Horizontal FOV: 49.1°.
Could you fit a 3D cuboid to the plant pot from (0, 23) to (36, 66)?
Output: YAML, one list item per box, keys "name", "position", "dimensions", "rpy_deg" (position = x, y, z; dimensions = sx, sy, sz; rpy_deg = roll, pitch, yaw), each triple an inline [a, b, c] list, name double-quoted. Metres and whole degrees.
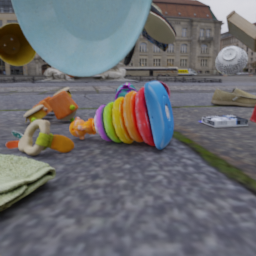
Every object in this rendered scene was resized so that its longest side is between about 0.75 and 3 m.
- name: "plant pot"
  position: [-3.632, -2.621, 8.821]
  dimensions: [1.262, 1.262, 0.896]
  rpy_deg: [-8, 19, -35]

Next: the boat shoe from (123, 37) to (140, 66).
- name: "boat shoe"
  position: [0.017, -3.208, 11.083]
  dimensions: [0.657, 0.698, 1.943]
  rpy_deg: [8, -28, -7]

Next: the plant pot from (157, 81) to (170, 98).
- name: "plant pot"
  position: [1.353, -1.485, 13.018]
  dimensions: [1.195, 1.195, 1.069]
  rpy_deg: [2, -3, 8]

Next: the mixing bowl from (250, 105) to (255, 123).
- name: "mixing bowl"
  position: [5.103, -0.756, 9.003]
  dimensions: [2.146, 1.162, 2.146]
  rpy_deg: [-1, 10, 0]

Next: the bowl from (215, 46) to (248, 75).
- name: "bowl"
  position: [2.778, -1.915, 7.621]
  dimensions: [0.861, 0.861, 0.404]
  rpy_deg: [6, -16, 29]

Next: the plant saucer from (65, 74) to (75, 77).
- name: "plant saucer"
  position: [-1.635, -2.437, 6.523]
  dimensions: [0.408, 2.528, 2.528]
  rpy_deg: [-19, 10, 6]

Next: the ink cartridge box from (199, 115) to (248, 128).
- name: "ink cartridge box"
  position: [2.901, -0.228, 8.664]
  dimensions: [1.095, 0.240, 1.105]
  rpy_deg: [-3, 10, -13]

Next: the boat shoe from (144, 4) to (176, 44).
- name: "boat shoe"
  position: [0.580, -2.947, 7.357]
  dimensions: [1.832, 0.573, 0.652]
  rpy_deg: [34, -35, -16]

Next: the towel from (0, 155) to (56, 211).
- name: "towel"
  position: [-2.396, 0.665, 3.538]
  dimensions: [2.490, 0.454, 1.848]
  rpy_deg: [4, 11, 20]

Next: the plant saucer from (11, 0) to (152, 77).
- name: "plant saucer"
  position: [-0.748, -2.281, 4.402]
  dimensions: [2.882, 2.882, 0.555]
  rpy_deg: [7, 23, 31]

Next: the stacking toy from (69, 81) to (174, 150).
- name: "stacking toy"
  position: [-0.259, -0.126, 6.325]
  dimensions: [2.405, 1.396, 1.320]
  rpy_deg: [-11, 6, 20]

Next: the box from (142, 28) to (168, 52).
- name: "box"
  position: [1.060, -3.680, 11.263]
  dimensions: [1.210, 0.278, 0.962]
  rpy_deg: [39, -3, 16]

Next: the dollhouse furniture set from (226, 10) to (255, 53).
- name: "dollhouse furniture set"
  position: [2.441, -2.146, 4.582]
  dimensions: [0.684, 1.546, 0.801]
  rpy_deg: [53, 8, 29]

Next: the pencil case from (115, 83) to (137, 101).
- name: "pencil case"
  position: [-0.081, -1.442, 12.565]
  dimensions: [1.026, 1.115, 2.412]
  rpy_deg: [0, 12, -2]

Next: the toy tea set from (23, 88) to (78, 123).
- name: "toy tea set"
  position: [-2.453, -0.592, 9.605]
  dimensions: [1.604, 0.998, 2.697]
  rpy_deg: [-30, 16, 1]

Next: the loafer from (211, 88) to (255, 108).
- name: "loafer"
  position: [5.249, -1.452, 13.252]
  dimensions: [2.535, 0.855, 0.964]
  rpy_deg: [3, 11, 14]

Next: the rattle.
- name: "rattle"
  position: [-1.808, 0.283, 5.712]
  dimensions: [1.140, 0.743, 0.815]
  rpy_deg: [-24, -16, 34]
